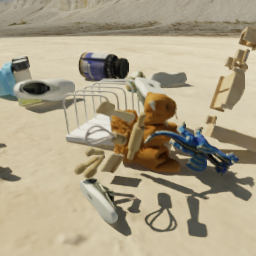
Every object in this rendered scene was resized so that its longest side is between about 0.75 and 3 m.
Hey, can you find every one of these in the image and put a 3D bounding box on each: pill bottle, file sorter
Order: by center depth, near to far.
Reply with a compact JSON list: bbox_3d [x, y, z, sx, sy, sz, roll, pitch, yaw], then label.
[{"bbox_3d":[-0.659,-0.564,8.050,1.479,1.327,2.132,4,21,23],"label":"file sorter"},{"bbox_3d":[-1.259,-3.204,14.648,2.436,1.363,1.363,11,24,23],"label":"pill bottle"}]

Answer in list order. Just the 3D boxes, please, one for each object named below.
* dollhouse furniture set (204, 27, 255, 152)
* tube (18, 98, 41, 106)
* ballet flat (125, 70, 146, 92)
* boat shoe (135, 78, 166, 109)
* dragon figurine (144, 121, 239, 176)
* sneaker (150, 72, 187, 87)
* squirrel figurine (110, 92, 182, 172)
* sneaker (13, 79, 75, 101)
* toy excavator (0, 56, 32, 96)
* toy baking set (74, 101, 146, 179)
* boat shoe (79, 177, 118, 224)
[{"bbox_3d":[2.941,-0.904,7.069,1.195,2.699,1.399,18,3,4],"label":"dollhouse furniture set"},{"bbox_3d":[-3.813,-1.079,10.846,0.891,0.231,0.259,-14,70,-41],"label":"tube"},{"bbox_3d":[0.421,-2.361,13.378,0.822,0.822,2.324,6,23,14],"label":"ballet flat"},{"bbox_3d":[0.524,-0.918,7.768,0.741,0.667,2.096,12,20,-7],"label":"boat shoe"},{"bbox_3d":[1.385,0.441,5.648,2.083,0.613,1.036,12,29,-39],"label":"dragon figurine"},{"bbox_3d":[1.890,-2.370,13.695,1.884,0.720,0.758,-2,11,-18],"label":"sneaker"},{"bbox_3d":[0.391,0.005,6.364,1.702,1.589,1.205,1,25,5],"label":"squirrel figurine"},{"bbox_3d":[-3.059,-1.440,10.722,2.412,0.881,0.854,-13,12,-35],"label":"sneaker"},{"bbox_3d":[-5.630,-2.094,12.151,2.941,1.469,2.860,-16,25,-14],"label":"toy excavator"},{"bbox_3d":[-0.253,0.284,5.226,1.522,1.983,0.231,-20,51,-40],"label":"toy baking set"},{"bbox_3d":[-0.454,1.193,4.902,0.377,0.418,1.184,-21,32,-26],"label":"boat shoe"}]
